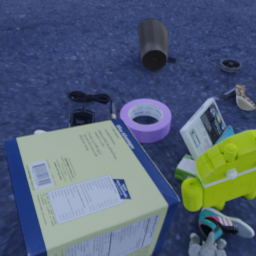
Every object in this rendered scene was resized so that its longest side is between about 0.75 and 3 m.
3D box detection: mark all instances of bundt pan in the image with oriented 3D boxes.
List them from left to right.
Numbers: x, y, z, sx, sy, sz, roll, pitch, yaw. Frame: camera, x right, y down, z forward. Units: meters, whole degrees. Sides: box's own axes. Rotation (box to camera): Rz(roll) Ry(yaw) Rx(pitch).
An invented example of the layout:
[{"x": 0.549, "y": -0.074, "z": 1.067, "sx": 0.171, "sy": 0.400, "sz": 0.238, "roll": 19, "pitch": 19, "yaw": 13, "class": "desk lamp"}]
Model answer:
[{"x": 4.571, "y": -2.744, "z": 12.559, "sx": 0.904, "sy": 0.339, "sz": 0.904, "roll": 1, "pitch": 43, "yaw": 0, "class": "bundt pan"}]

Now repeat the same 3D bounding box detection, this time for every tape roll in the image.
[{"x": 0.589, "y": -0.268, "z": 9.659, "sx": 1.727, "sy": 0.566, "sz": 1.727, "roll": -1, "pitch": 42, "yaw": 0, "class": "tape roll"}]

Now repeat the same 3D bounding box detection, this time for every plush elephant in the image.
[{"x": 1.772, "y": 2.700, "z": 6.211, "sx": 0.830, "sy": 0.780, "sz": 1.008, "roll": 13, "pitch": 44, "yaw": 14, "class": "plush elephant"}]

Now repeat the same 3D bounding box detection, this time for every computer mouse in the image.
[{"x": -1.203, "y": -0.161, "z": 9.340, "sx": 1.618, "sy": 0.530, "sz": 2.305, "roll": 0, "pitch": 63, "yaw": -12, "class": "computer mouse"}]

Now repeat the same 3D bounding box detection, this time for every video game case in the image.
[{"x": 2.369, "y": 0.417, "z": 8.062, "sx": 0.230, "sy": 1.967, "sz": 1.788, "roll": -9, "pitch": 26, "yaw": 49, "class": "video game case"}]

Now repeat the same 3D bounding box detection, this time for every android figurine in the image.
[{"x": 2.468, "y": 1.036, "z": 6.277, "sx": 2.705, "sy": 2.972, "sz": 0.610, "roll": -18, "pitch": 53, "yaw": -2, "class": "android figurine"}]

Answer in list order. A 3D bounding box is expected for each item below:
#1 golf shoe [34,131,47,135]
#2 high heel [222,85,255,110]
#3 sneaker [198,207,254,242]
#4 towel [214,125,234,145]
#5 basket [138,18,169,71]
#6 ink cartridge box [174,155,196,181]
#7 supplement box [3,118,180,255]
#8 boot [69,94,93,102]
[{"x": -2.663, "y": 0.284, "z": 9.103, "sx": 1.124, "sy": 0.495, "sz": 0.434, "roll": 25, "pitch": 51, "yaw": 27, "class": "golf shoe"}, {"x": 4.539, "y": -1.211, "z": 10.684, "sx": 1.072, "sy": 0.537, "sz": 1.504, "roll": -28, "pitch": 40, "yaw": -19, "class": "high heel"}, {"x": 2.245, "y": 2.444, "z": 6.659, "sx": 1.287, "sy": 0.538, "sz": 0.777, "roll": 17, "pitch": 40, "yaw": 29, "class": "sneaker"}, {"x": 2.865, "y": 0.799, "z": 8.172, "sx": 0.170, "sy": 1.146, "sz": 1.563, "roll": -10, "pitch": 25, "yaw": 49, "class": "towel"}, {"x": 1.180, "y": -3.691, "z": 12.808, "sx": 1.369, "sy": 1.815, "sz": 2.013, "roll": -19, "pitch": 47, "yaw": 25, "class": "basket"}, {"x": 1.822, "y": 1.213, "z": 8.207, "sx": 0.653, "sy": 0.335, "sz": 0.883, "roll": 20, "pitch": 31, "yaw": 21, "class": "ink cartridge box"}, {"x": -0.959, "y": 1.571, "z": 6.327, "sx": 2.885, "sy": 1.939, "sz": 2.888, "roll": -12, "pitch": 43, "yaw": -24, "class": "supplement box"}, {"x": -1.787, "y": -1.212, "z": 10.953, "sx": 1.019, "sy": 0.375, "sz": 0.385, "roll": 4, "pitch": 15, "yaw": 7, "class": "boot"}]
